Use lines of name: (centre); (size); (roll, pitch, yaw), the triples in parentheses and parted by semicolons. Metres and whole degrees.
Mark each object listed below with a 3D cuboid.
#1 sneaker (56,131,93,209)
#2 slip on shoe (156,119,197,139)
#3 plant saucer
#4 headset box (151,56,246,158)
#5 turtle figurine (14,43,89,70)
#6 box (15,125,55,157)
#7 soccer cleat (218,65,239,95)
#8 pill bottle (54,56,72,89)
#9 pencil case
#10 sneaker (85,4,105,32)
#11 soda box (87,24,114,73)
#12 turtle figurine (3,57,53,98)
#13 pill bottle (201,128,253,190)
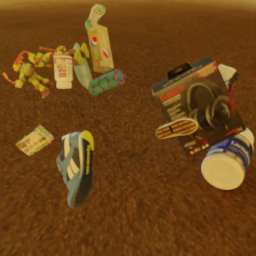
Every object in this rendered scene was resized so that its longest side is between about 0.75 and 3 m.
sneaker: (-1.312, 1.004, 6.815); (0.766, 1.863, 0.689); (1, -9, 18)
slip on shoe: (1.269, 0.021, 7.245); (1.127, 0.429, 0.342); (-21, 0, 32)
plant saucer: (-2.098, -2.598, 12.353); (0.422, 2.191, 2.191); (-21, 40, -11)
headset box: (2.244, -0.789, 9.311); (2.149, 2.887, 1.115); (-27, 19, 11)
turtle figurine: (-2.560, -2.428, 9.864); (2.070, 0.827, 2.567); (0, 22, 18)
box: (-2.944, 0.438, 8.840); (1.191, 0.655, 0.207); (-30, 26, 28)
soccer cleat: (3.613, -1.654, 10.768); (0.879, 2.037, 0.712); (36, 70, 22)
pill bottle: (-1.904, -1.627, 8.250); (0.509, 0.898, 0.509); (-3, 2, 0)
pencil case: (-0.773, -1.594, 9.865); (1.340, 0.570, 0.619); (-16, -1, 34)
sneaker: (-1.638, -5.220, 13.413); (0.606, 0.712, 1.562); (32, 74, -10)
soda box: (-1.017, -2.901, 10.304); (0.524, 1.637, 0.555); (-15, -10, 40)
turtle figurine: (-3.502, -1.901, 10.142); (1.602, 0.640, 1.986); (37, 22, -27)
pill bottle: (3.820, 1.000, 10.498); (1.448, 1.448, 2.503); (19, 39, 25)
